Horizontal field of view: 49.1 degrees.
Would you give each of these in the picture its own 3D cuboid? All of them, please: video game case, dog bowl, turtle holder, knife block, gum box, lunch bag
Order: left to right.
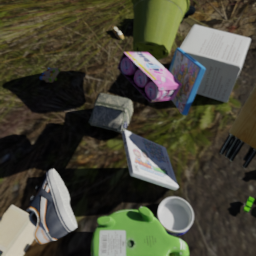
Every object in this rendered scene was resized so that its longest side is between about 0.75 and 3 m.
[{"bbox_3d":[-0.658,-0.509,11.183,1.571,1.095,1.318,14,66,10],"label":"lunch bag"},{"bbox_3d":[0.242,3.237,7.760,2.524,1.792,1.918,-24,58,-20],"label":"turtle holder"},{"bbox_3d":[0.639,0.951,8.306,1.745,0.207,1.588,24,36,-31],"label":"video game case"},{"bbox_3d":[0.631,-1.475,8.144,1.006,0.586,1.773,-12,51,-40],"label":"gum box"},{"bbox_3d":[1.482,2.825,8.948,1.139,0.449,1.139,0,52,0],"label":"dog bowl"},{"bbox_3d":[1.652,-1.499,8.704,0.183,1.470,2.054,8,28,-16],"label":"video game case"},{"bbox_3d":[3.461,-0.201,7.952,2.438,2.778,0.889,-11,20,49],"label":"knife block"}]

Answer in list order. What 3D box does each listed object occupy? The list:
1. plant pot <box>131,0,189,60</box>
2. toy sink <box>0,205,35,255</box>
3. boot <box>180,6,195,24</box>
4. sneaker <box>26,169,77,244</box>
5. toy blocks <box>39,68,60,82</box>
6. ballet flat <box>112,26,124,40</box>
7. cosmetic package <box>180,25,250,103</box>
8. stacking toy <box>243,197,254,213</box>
[{"bbox_3d":[1.011,-3.790,10.484,2.233,2.233,2.121,10,78,8],"label":"plant pot"},{"bbox_3d":[-3.500,3.285,8.222,0.897,1.043,1.601,22,56,16],"label":"toy sink"},{"bbox_3d":[3.063,-6.351,15.943,1.583,0.604,1.330,0,48,8],"label":"boot"},{"bbox_3d":[-1.787,1.665,6.251,0.861,0.851,2.169,-30,23,-8],"label":"sneaker"},{"bbox_3d":[-3.714,-2.480,13.108,0.681,0.498,0.996,5,51,18],"label":"toy blocks"},{"bbox_3d":[-0.583,-5.192,15.237,0.364,0.334,1.060,-26,57,-19],"label":"ballet flat"},{"bbox_3d":[3.594,-2.812,12.259,2.513,2.103,2.090,20,56,16],"label":"cosmetic package"},{"bbox_3d":[4.942,2.389,9.321,1.555,0.484,2.062,29,60,23],"label":"stacking toy"}]
